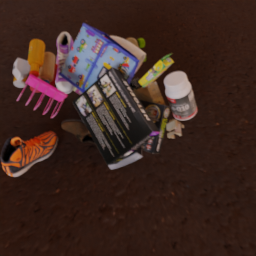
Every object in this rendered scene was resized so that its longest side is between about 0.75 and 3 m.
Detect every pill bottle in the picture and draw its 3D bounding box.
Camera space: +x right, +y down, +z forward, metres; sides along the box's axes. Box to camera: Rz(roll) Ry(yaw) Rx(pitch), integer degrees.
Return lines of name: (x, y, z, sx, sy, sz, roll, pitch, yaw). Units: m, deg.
pill bottle: (1.859, -1.125, 10.015, 0.928, 1.629, 0.928, -15, 43, 15)

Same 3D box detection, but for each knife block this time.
knife block: (0.533, -1.107, 10.808, 0.574, 1.794, 1.575, -29, 8, -39)

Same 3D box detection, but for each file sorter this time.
file sorter: (-2.890, -0.991, 9.327, 1.325, 0.921, 0.831, 30, 71, -21)

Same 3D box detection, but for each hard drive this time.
hard drive: (-0.160, 0.816, 9.684, 1.410, 0.298, 0.951, -26, 52, 32)

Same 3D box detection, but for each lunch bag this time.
lunch bag: (-0.872, -2.082, 10.340, 2.901, 2.184, 1.365, 42, 21, 28)

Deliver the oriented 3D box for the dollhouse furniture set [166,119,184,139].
dollhouse furniture set: (1.691, 0.059, 9.249, 0.818, 0.399, 0.697, 19, 57, -34)

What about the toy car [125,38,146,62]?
toy car: (-0.107, -3.647, 13.349, 1.311, 1.259, 1.596, -15, 22, -21)

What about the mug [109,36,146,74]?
mug: (-0.476, -2.831, 11.702, 1.659, 1.397, 1.892, 37, 78, 4)

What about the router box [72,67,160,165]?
router box: (-0.463, -0.368, 9.142, 1.916, 0.656, 2.569, -37, 73, 21)

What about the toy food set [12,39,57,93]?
toy food set: (-3.505, -1.874, 10.520, 1.393, 2.919, 1.313, 15, 64, -34)

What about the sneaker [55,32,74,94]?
sneaker: (-2.624, -2.674, 11.338, 0.873, 1.374, 2.409, -1, 80, -6)

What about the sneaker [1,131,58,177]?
sneaker: (-3.421, 0.649, 9.807, 0.866, 1.251, 2.232, 27, 53, 22)

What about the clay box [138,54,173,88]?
clay box: (0.886, -1.724, 8.386, 0.278, 1.168, 0.671, 51, 38, 0)

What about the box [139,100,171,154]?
box: (0.338, -0.167, 10.033, 2.108, 1.689, 0.467, 18, 7, 34)

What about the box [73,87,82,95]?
box: (-2.300, -2.411, 12.399, 1.493, 0.722, 1.313, 39, 92, 18)

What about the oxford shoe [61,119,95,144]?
oxford shoe: (-1.776, 0.149, 10.536, 1.704, 0.619, 0.719, 16, 41, 6)
